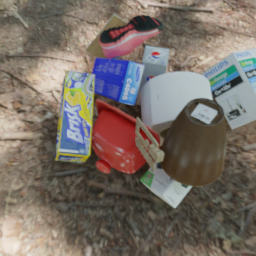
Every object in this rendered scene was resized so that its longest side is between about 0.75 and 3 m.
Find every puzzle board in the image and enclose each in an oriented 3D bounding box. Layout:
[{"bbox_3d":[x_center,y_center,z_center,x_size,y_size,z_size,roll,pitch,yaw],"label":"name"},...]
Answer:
[{"bbox_3d":[-0.626,-3.581,11.591,1.485,1.971,0.171,20,43,-39],"label":"puzzle board"}]

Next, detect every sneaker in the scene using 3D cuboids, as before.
[{"bbox_3d":[0.125,-3.459,10.815,2.611,1.132,0.962,-22,61,-10],"label":"sneaker"}]

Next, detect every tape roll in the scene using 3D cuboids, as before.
[{"bbox_3d":[1.715,-0.565,9.852,2.537,2.537,1.742,-1,66,-1],"label":"tape roll"}]

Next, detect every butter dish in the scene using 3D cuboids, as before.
[{"bbox_3d":[-0.379,0.676,9.330,2.497,2.491,1.846,30,69,16],"label":"butter dish"}]

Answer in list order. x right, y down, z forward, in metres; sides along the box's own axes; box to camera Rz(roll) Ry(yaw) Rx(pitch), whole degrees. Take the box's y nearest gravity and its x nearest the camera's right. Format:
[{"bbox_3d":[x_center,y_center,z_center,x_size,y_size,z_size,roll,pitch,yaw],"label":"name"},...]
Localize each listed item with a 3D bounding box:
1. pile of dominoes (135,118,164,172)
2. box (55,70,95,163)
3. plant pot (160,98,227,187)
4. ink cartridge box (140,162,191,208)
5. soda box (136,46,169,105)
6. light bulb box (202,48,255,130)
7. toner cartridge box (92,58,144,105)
[{"bbox_3d":[0.565,0.450,7.782,0.207,1.013,1.299,-14,44,-20],"label":"pile of dominoes"},{"bbox_3d":[-1.698,-0.372,9.006,0.997,0.915,2.846,7,67,-17],"label":"box"},{"bbox_3d":[1.859,0.253,7.548,1.901,2.034,1.901,0,50,0],"label":"plant pot"},{"bbox_3d":[1.514,1.427,9.178,1.883,0.791,1.374,-49,29,-11],"label":"ink cartridge box"},{"bbox_3d":[0.888,-1.830,10.577,0.881,2.581,0.819,10,60,3],"label":"soda box"},{"bbox_3d":[4.350,-1.514,10.240,2.338,1.472,2.359,-21,82,-39],"label":"light bulb box"},{"bbox_3d":[-0.556,-1.786,10.337,0.631,2.923,1.389,9,100,-31],"label":"toner cartridge box"}]
